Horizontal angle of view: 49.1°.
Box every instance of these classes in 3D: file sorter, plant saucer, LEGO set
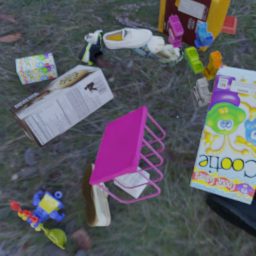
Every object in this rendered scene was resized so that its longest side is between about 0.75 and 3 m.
[{"bbox_3d":[0.124,0.709,6.949,1.331,1.201,1.915,-25,36,33],"label":"file sorter"},{"bbox_3d":[4.496,-4.925,13.121,1.177,0.216,1.179,15,58,10],"label":"plant saucer"},{"bbox_3d":[2.019,-1.830,7.912,1.012,1.089,2.654,-17,74,-4],"label":"LEGO set"}]

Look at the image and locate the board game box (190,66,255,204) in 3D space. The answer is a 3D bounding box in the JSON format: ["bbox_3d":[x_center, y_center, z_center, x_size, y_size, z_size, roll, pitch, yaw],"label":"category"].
[{"bbox_3d":[2.388,0.097,6.280,1.343,2.607,1.367,14,23,17],"label":"board game box"}]

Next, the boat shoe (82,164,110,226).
[{"bbox_3d":[-0.913,1.956,8.251,0.618,0.686,1.903,17,42,-34],"label":"boat shoe"}]

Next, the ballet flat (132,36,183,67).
[{"bbox_3d":[0.988,-2.493,8.722,2.088,0.775,0.775,5,44,-45],"label":"ballet flat"}]

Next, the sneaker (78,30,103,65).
[{"bbox_3d":[-1.416,-3.353,11.921,0.807,0.699,1.949,30,58,-10],"label":"sneaker"}]

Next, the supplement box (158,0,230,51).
[{"bbox_3d":[2.758,-5.029,11.852,2.414,2.381,1.603,31,63,19],"label":"supplement box"}]

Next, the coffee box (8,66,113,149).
[{"bbox_3d":[-1.937,-0.710,8.123,2.572,1.026,1.454,-37,32,-19],"label":"coffee box"}]

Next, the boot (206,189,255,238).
[{"bbox_3d":[3.585,1.964,8.015,2.260,0.863,1.899,31,64,11],"label":"boot"}]

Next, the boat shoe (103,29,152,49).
[{"bbox_3d":[-0.028,-2.476,7.615,1.337,0.467,0.474,-2,79,12],"label":"boat shoe"}]

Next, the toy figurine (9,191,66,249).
[{"bbox_3d":[-2.185,2.270,7.803,1.935,1.021,1.159,30,56,18],"label":"toy figurine"}]

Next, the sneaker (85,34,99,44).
[{"bbox_3d":[-1.308,-3.234,10.123,0.375,1.036,0.372,12,96,-26],"label":"sneaker"}]

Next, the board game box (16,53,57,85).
[{"bbox_3d":[-3.593,-2.329,11.042,1.388,0.728,0.715,-13,57,-8],"label":"board game box"}]

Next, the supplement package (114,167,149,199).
[{"bbox_3d":[0.093,1.539,8.455,0.861,0.653,0.648,31,61,19],"label":"supplement package"}]
